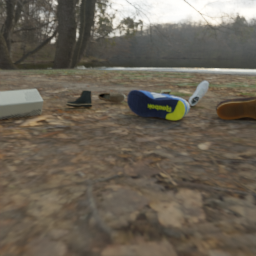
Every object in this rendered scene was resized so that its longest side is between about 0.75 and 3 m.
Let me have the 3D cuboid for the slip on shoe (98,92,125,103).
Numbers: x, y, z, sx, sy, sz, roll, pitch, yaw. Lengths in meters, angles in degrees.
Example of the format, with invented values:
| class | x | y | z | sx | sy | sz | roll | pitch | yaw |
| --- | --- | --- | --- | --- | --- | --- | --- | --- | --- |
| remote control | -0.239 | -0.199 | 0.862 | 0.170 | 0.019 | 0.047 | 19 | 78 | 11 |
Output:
| class | x | y | z | sx | sy | sz | roll | pitch | yaw |
| --- | --- | --- | --- | --- | --- | --- | --- | --- | --- |
| slip on shoe | -0.812 | -1.498 | 13.579 | 1.333 | 0.507 | 0.404 | 10 | 3 | 6 |

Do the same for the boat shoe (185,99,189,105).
| class | x | y | z | sx | sy | sz | roll | pitch | yaw |
| --- | --- | --- | --- | --- | --- | --- | --- | --- | --- |
| boat shoe | 2.066 | -1.133 | 12.459 | 1.325 | 0.476 | 0.502 | 7 | 15 | 23 |

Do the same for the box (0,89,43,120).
| class | x | y | z | sx | sy | sz | roll | pitch | yaw |
| --- | --- | --- | --- | --- | --- | --- | --- | --- | --- |
| box | -4.361 | -0.882 | 10.539 | 2.081 | 0.711 | 0.855 | -10 | 48 | -35 |

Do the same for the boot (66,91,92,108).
| class | x | y | z | sx | sy | sz | roll | pitch | yaw |
| --- | --- | --- | --- | --- | --- | --- | --- | --- | --- |
| boot | -2.162 | -1.311 | 12.445 | 1.120 | 0.775 | 0.434 | 2 | -2 | -7 |

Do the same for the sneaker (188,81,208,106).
| class | x | y | z | sx | sy | sz | roll | pitch | yaw |
| --- | --- | --- | --- | --- | --- | --- | --- | --- | --- |
| sneaker | 3.250 | -1.535 | 12.782 | 0.490 | 1.282 | 0.516 | 32 | 19 | 3 |

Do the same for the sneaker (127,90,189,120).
| class | x | y | z | sx | sy | sz | roll | pitch | yaw |
| --- | --- | --- | --- | --- | --- | --- | --- | --- | --- |
| sneaker | 1.131 | -0.865 | 10.704 | 2.597 | 0.960 | 1.068 | 18 | 20 | 32 |

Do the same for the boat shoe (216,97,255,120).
| class | x | y | z | sx | sy | sz | roll | pitch | yaw |
| --- | --- | --- | --- | --- | --- | --- | --- | --- | --- |
| boat shoe | 4.504 | -0.747 | 10.216 | 2.490 | 0.876 | 0.876 | 4 | 18 | 17 |

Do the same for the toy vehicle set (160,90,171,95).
| class | x | y | z | sx | sy | sz | roll | pitch | yaw |
| --- | --- | --- | --- | --- | --- | --- | --- | --- | --- |
| toy vehicle set | 1.873 | -1.703 | 14.469 | 0.478 | 0.102 | 0.769 | -4 | -25 | -12 |
